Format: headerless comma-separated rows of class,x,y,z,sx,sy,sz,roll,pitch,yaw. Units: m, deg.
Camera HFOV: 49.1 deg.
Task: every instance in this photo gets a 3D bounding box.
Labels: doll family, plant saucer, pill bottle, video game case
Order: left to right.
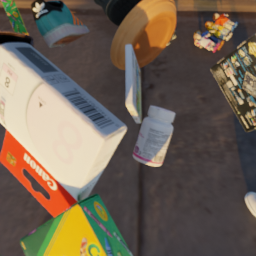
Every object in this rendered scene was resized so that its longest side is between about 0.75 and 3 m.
video game case,0.102,-0.765,5.160,0.130,1.032,1.134,-4,74,10
plant saucer,0.435,-2.061,6.391,1.932,1.932,0.362,-36,70,-26
pill bottle,0.579,0.169,6.123,0.681,1.202,0.681,16,9,-3
doll family,3.593,-4.003,12.121,1.304,0.947,2.101,37,77,19

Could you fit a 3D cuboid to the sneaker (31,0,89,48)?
sneaker,-1.492,-2.387,6.295,0.819,0.917,2.296,-27,15,7

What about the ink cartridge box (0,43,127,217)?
ink cartridge box,-1.405,0.361,4.398,2.112,2.598,0.741,40,29,16

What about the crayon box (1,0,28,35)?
crayon box,-3.499,-3.358,8.728,0.361,1.239,0.736,-23,63,-12

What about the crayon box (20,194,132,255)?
crayon box,-0.477,2.051,3.756,1.162,0.570,1.957,-36,78,18

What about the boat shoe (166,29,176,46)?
boat shoe,1.752,-3.973,12.287,0.395,0.371,1.099,28,57,20

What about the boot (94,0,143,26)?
boot,0.262,-4.394,8.426,2.773,1.074,1.918,-31,46,-3

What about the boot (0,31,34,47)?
boot,-3.189,-1.075,5.581,2.827,2.352,1.023,2,60,-12

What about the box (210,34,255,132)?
box,2.587,-0.874,5.707,0.385,1.329,1.673,-23,82,-29

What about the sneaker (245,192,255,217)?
sneaker,3.645,2.180,7.031,0.564,0.547,1.545,-28,56,-21
